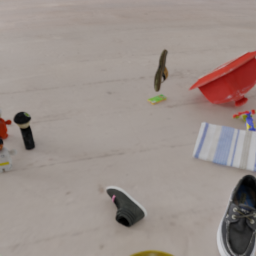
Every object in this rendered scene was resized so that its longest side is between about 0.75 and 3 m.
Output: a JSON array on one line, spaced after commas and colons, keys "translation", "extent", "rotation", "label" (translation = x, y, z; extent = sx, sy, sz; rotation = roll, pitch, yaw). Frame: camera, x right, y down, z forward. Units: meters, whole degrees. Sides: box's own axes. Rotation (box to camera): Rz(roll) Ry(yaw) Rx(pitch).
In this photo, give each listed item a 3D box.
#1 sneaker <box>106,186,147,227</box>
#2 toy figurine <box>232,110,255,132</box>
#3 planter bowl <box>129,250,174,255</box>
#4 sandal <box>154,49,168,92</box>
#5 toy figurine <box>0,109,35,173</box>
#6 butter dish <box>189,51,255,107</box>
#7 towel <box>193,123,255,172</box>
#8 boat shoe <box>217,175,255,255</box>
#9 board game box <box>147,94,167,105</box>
[{"translation": [-0.247, 2.306, 8.234], "extent": [1.499, 0.530, 0.743], "rotation": [30, 41, 28], "label": "sneaker"}, {"translation": [4.822, -0.107, 11.446], "extent": [0.883, 1.003, 1.674], "rotation": [-9, -8, 12], "label": "toy figurine"}, {"translation": [0.546, 3.801, 5.975], "extent": [2.080, 0.866, 2.080], "rotation": [0, 38, 0], "label": "planter bowl"}, {"translation": [1.336, -2.147, 10.668], "extent": [0.441, 1.614, 0.660], "rotation": [10, 7, -11], "label": "sandal"}, {"translation": [-4.692, 0.312, 10.067], "extent": [2.207, 1.535, 2.172], "rotation": [15, 39, 19], "label": "toy figurine"}, {"translation": [4.772, -1.955, 12.838], "extent": [2.803, 2.072, 2.795], "rotation": [-32, 6, -27], "label": "butter dish"}, {"translation": [3.889, 0.658, 10.388], "extent": [2.703, 0.322, 1.985], "rotation": [12, 44, 21], "label": "towel"}, {"translation": [3.204, 2.401, 7.767], "extent": [0.997, 0.944, 2.850], "rotation": [18, 41, 23], "label": "boat shoe"}, {"translation": [1.415, -1.376, 13.499], "extent": [0.897, 0.134, 0.428], "rotation": [-25, 44, -26], "label": "board game box"}]
